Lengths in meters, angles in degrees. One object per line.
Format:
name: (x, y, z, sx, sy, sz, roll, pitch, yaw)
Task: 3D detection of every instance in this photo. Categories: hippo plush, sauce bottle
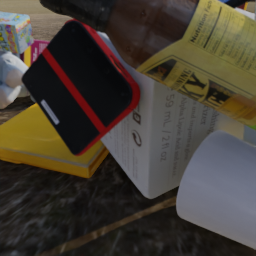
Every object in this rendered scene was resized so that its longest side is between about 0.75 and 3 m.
hippo plush: (-3.274, -1.365, 8.705, 1.673, 1.657, 2.081, 16, 36, -44)
sauce bottle: (0.558, -0.794, 2.655, 2.786, 0.901, 0.901, 26, 28, -3)

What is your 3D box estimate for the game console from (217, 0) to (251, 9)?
game console: (1.310, -2.359, 3.441, 1.670, 1.469, 0.972, -26, 3, 6)

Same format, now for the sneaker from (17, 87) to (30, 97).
sneaker: (-3.803, -1.348, 9.505, 0.749, 0.563, 1.503, -1, 25, -38)

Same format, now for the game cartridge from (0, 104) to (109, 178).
game cartridge: (-1.602, 0.130, 6.452, 2.621, 0.425, 2.311, 8, 29, 18)

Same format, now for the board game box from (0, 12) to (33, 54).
board game box: (-3.323, -2.477, 7.172, 1.454, 0.749, 0.763, 9, 41, 7)

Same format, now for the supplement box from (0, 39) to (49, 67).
supplement box: (-3.330, -2.545, 10.278, 1.702, 1.341, 2.599, 15, 17, 29)

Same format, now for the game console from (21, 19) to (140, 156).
game console: (-0.668, -0.545, 3.727, 1.466, 1.297, 0.228, 53, 23, 11)

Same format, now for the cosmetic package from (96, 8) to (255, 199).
cosmetic package: (0.956, -0.761, 5.177, 2.882, 2.376, 2.378, -20, 42, -23)

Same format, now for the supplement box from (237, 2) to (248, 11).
supplement box: (2.270, -3.430, 7.223, 1.168, 1.734, 1.758, 13, -8, 34)

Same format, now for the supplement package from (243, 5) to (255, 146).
supplement package: (2.800, -0.817, 3.316, 1.819, 2.415, 1.833, -18, 29, -23)

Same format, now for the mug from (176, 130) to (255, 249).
mug: (1.766, 0.866, 3.891, 1.459, 1.423, 1.777, 24, 37, 36)
